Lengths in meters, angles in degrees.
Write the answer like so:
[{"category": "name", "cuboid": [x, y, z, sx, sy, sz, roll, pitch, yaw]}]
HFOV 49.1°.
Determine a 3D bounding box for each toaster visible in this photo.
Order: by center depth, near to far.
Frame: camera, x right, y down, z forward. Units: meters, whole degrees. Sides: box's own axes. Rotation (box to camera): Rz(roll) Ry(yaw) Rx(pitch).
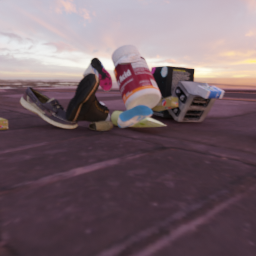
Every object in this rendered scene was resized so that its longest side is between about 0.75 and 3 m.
[{"category": "toaster", "cuboid": [2.878, -1.171, 12.614, 1.820, 1.646, 1.080, 0, 45, -23]}]

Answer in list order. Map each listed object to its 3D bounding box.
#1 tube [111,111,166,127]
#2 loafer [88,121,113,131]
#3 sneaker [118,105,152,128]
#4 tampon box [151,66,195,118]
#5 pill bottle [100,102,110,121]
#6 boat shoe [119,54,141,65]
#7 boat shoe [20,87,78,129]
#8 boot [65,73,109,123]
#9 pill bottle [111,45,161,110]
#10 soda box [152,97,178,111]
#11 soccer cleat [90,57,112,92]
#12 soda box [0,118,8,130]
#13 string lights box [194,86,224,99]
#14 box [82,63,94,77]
[{"category": "tube", "cuboid": [0.284, -0.291, 11.246, 0.728, 0.651, 2.508, -37, 28, -33]}, {"category": "loafer", "cuboid": [-1.099, -0.052, 10.964, 1.066, 0.405, 0.359, -6, 8, 29]}, {"category": "sneaker", "cuboid": [0.202, -0.349, 8.625, 1.197, 0.458, 0.483, -17, -27, -25]}, {"category": "tampon box", "cuboid": [2.108, -1.823, 14.196, 1.564, 2.478, 1.857, 1, 8, -23]}, {"category": "pill bottle", "cuboid": [-1.223, -0.676, 12.563, 0.674, 0.674, 1.188, -2, 27, -12]}, {"category": "boat shoe", "cuboid": [0.033, -2.517, 10.193, 1.005, 0.328, 0.370, -20, 8, -42]}, {"category": "boat shoe", "cuboid": [-3.224, -0.834, 11.569, 2.637, 0.854, 0.948, 28, 24, 8]}, {"category": "boot", "cuboid": [-1.233, -1.037, 10.869, 1.662, 0.931, 2.402, 11, -36, -31]}, {"category": "pill bottle", "cuboid": [0.241, -2.082, 11.682, 1.496, 2.621, 1.496, -16, -25, -8]}, {"category": "soda box", "cuboid": [1.602, -1.037, 12.325, 0.437, 0.413, 1.289, 5, -9, -34]}, {"category": "soccer cleat", "cuboid": [-1.117, -2.333, 12.467, 0.634, 1.814, 0.783, -27, -19, 3]}, {"category": "soda box", "cuboid": [-5.378, -0.188, 11.593, 0.366, 0.387, 1.142, -10, 15, -44]}, {"category": "string lights box", "cuboid": [3.200, -1.403, 11.001, 1.105, 0.326, 0.568, -5, 33, -39]}, {"category": "box", "cuboid": [-1.769, -2.890, 14.084, 0.471, 0.566, 1.377, -10, 39, 28]}]
